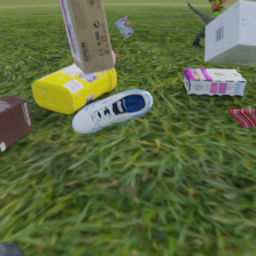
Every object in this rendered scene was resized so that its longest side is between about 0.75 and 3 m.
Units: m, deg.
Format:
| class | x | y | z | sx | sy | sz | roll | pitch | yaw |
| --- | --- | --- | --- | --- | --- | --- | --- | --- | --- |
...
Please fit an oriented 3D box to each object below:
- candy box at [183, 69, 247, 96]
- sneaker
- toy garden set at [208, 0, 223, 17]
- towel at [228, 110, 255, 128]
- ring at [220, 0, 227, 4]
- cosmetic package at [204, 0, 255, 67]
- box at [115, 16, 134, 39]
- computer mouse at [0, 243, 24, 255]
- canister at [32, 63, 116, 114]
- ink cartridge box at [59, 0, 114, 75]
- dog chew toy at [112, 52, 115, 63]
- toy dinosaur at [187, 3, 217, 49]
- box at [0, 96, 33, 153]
| class | x | y | z | sx | sy | sz | roll | pitch | yaw |
| --- | --- | --- | --- | --- | --- | --- | --- | --- | --- |
| candy box | 3.633 | -1.974 | 12.022 | 2.299 | 0.701 | 1.568 | 1 | 29 | 2 |
| sneaker | -0.385 | -0.394 | 6.300 | 1.917 | 0.689 | 0.695 | -20 | -7 | 2 |
| toy garden set | 3.421 | -3.539 | 9.869 | 0.403 | 1.684 | 2.020 | -20 | -21 | 24 |
| towel | 3.175 | -0.180 | 6.320 | 1.512 | 0.170 | 1.093 | 4 | -14 | 38 |
| ring | 3.480 | -5.106 | 10.558 | 0.835 | 0.835 | 0.080 | -3 | 35 | -5 |
| cosmetic package | 2.164 | -1.585 | 4.954 | 1.192 | 0.732 | 1.188 | 1 | 0 | -10 |
| box | -0.123 | -4.066 | 11.367 | 0.515 | 0.752 | 0.150 | -25 | 35 | 12 |
| computer mouse | -2.294 | 2.484 | 4.327 | 1.290 | 0.491 | 1.862 | 5 | 30 | 10 |
| canister | -2.059 | -1.680 | 11.023 | 2.077 | 1.210 | 2.796 | 16 | 34 | 25 |
| ink cartridge box | -1.014 | -2.358 | 6.442 | 0.748 | 1.992 | 1.641 | -17 | 23 | -13 |
| dog chew toy | -1.454 | -3.253 | 13.963 | 1.187 | 1.187 | 1.906 | 14 | 40 | 23 |
| toy dinosaur | 2.608 | -2.990 | 8.851 | 0.663 | 1.231 | 2.794 | -8 | 38 | -24 |
| box | -3.844 | 0.046 | 8.022 | 0.850 | 1.136 | 2.269 | 11 | 32 | 19 |
